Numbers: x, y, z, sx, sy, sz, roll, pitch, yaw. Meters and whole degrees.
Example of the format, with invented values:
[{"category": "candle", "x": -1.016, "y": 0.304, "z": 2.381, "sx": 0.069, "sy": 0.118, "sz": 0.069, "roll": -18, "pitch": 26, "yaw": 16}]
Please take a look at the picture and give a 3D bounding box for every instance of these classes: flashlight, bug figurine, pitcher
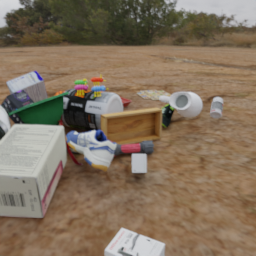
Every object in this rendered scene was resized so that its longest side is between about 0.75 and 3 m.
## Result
[{"category": "flashlight", "x": -0.019, "y": 0.660, "z": 9.170, "sx": 1.702, "sy": 0.578, "sz": 0.576, "roll": -3, "pitch": 31, "yaw": -7}, {"category": "bug figurine", "x": -1.454, "y": -1.651, "z": 10.847, "sx": 1.267, "sy": 0.420, "sz": 1.634, "roll": -6, "pitch": 28, "yaw": -7}, {"category": "pitcher", "x": 2.210, "y": -1.023, "z": 11.591, "sx": 1.475, "sy": 1.042, "sz": 1.720, "roll": 14, "pitch": 2, "yaw": 32}]

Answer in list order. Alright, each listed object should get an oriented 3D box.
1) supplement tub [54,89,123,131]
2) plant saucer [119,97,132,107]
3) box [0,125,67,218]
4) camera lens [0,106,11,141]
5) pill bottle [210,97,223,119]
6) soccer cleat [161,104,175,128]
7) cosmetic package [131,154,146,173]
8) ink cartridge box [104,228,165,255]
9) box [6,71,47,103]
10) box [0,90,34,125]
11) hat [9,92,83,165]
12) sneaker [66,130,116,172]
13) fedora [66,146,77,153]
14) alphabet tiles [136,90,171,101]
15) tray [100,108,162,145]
[{"category": "supplement tub", "x": -1.684, "y": -0.718, "z": 11.285, "sx": 2.636, "sy": 1.615, "sz": 1.615, "roll": 10, "pitch": 23, "yaw": 23}, {"category": "plant saucer", "x": -0.981, "y": -1.286, "z": 14.534, "sx": 1.724, "sy": 0.316, "sz": 1.721, "roll": -18, "pitch": 28, "yaw": -37}, {"category": "box", "x": -2.539, "y": 0.979, "z": 7.047, "sx": 1.446, "sy": 1.232, "sz": 2.262, "roll": 2, "pitch": 29, "yaw": 3}, {"category": "camera lens", "x": -4.593, "y": 0.170, "z": 8.468, "sx": 1.951, "sy": 1.951, "sz": 2.439, "roll": -8, "pitch": 20, "yaw": -21}, {"category": "pill bottle", "x": 3.892, "y": -0.886, "z": 12.278, "sx": 0.492, "sy": 0.492, "sz": 0.863, "roll": 8, "pitch": 57, "yaw": 20}, {"category": "soccer cleat", "x": 1.643, "y": -0.598, "z": 12.005, "sx": 0.632, "sy": 0.759, "sz": 1.873, "roll": 40, "pitch": 22, "yaw": -8}, {"category": "cosmetic package", "x": 0.303, "y": 1.008, "z": 7.846, "sx": 0.406, "sy": 0.515, "sz": 0.958, "roll": 0, "pitch": -7, "yaw": 1}, {"category": "ink cartridge box", "x": 0.121, "y": 2.328, "z": 5.140, "sx": 0.932, "sy": 0.386, "sz": 0.684, "roll": 11, "pitch": 25, "yaw": 25}, {"category": "box", "x": -4.806, "y": -1.745, "z": 13.460, "sx": 1.525, "sy": 1.403, "sz": 0.800, "roll": -29, "pitch": 61, "yaw": -24}, {"category": "box", "x": -4.170, "y": -0.654, "z": 11.136, "sx": 0.773, "sy": 1.458, "sz": 0.891, "roll": -38, "pitch": 3, "yaw": 35}, {"category": "hat", "x": -2.662, "y": 0.170, "z": 9.696, "sx": 2.136, "sy": 2.270, "sz": 2.579, "roll": -20, "pitch": 10, "yaw": 9}, {"category": "sneaker", "x": -1.061, "y": 0.446, "z": 8.306, "sx": 2.122, "sy": 0.935, "sz": 0.799, "roll": 30, "pitch": 2, "yaw": 44}, {"category": "fedora", "x": -1.785, "y": 0.509, "z": 9.728, "sx": 0.976, "sy": 0.446, "sz": 0.976, "roll": 1, "pitch": 21, "yaw": 0}, {"category": "alphabet tiles", "x": 1.552, "y": -1.965, "z": 16.601, "sx": 1.787, "sy": 0.068, "sz": 2.148, "roll": -7, "pitch": 22, "yaw": -17}, {"category": "tray", "x": 0.144, "y": -0.020, "z": 9.961, "sx": 2.298, "sy": 1.133, "sz": 0.426, "roll": -9, "pitch": 19, "yaw": -29}]
